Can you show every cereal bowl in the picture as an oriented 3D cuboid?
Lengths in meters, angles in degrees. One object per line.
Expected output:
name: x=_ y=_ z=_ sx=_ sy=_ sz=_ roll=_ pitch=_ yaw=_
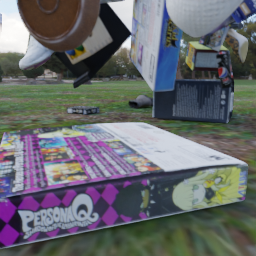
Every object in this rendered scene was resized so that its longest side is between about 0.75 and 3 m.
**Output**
cereal bowl: x=1.277 y=-2.678 z=4.364 sx=0.950 sy=2.281 sz=2.281 roll=25 pitch=5 yaw=-15

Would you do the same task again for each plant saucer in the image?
plant saucer: x=-1.134 y=-1.909 z=4.179 sx=1.515 sy=1.515 sz=0.261 roll=5 pitch=19 yaw=24

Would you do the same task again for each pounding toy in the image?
pounding toy: x=-1.857 y=-2.999 z=8.527 sx=1.013 sy=1.945 sz=2.214 roll=-42 pitch=21 yaw=-26

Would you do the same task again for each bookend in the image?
bookend: x=-1.782 y=-3.480 z=10.153 sx=1.303 sy=2.811 sz=2.829 roll=-13 pitch=35 yaw=55

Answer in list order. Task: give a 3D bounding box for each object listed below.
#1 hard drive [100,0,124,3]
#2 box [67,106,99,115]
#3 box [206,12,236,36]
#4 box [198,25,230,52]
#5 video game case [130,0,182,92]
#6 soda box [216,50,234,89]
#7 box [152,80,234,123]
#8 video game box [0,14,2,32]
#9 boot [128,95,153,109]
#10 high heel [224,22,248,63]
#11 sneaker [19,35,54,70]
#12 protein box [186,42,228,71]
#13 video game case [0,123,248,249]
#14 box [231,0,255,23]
hard drive: x=-0.630 y=-4.358 z=8.255 sx=1.313 sy=0.261 sz=1.990 roll=-9 pitch=-6 yaw=-9
box: x=-1.749 y=-0.696 z=10.937 sx=0.995 sy=0.217 sz=0.797 roll=6 pitch=12 yaw=28
box: x=2.496 y=-3.268 z=7.927 sx=0.942 sy=0.934 sz=0.580 roll=-22 pitch=20 yaw=29
box: x=2.793 y=-3.108 z=8.859 sx=0.810 sy=1.187 sz=0.224 roll=8 pitch=22 yaw=-34
video game case: x=0.682 y=-2.690 z=7.280 sx=0.612 sy=2.694 sz=2.442 roll=-5 pitch=34 yaw=-14
soda box: x=2.383 y=-1.426 z=6.878 sx=0.275 sy=0.867 sz=0.307 roll=-4 pitch=28 yaw=30
box: x=2.270 y=-0.993 z=9.577 sx=2.430 sy=1.301 sz=1.804 roll=4 pitch=11 yaw=22
video game box: x=-3.777 y=-2.604 z=6.848 sx=1.253 sy=0.293 sz=1.141 roll=5 pitch=-6 yaw=-26
boot: x=0.453 y=-1.224 z=13.052 sx=1.020 sy=0.541 sz=1.550 roll=-10 pitch=9 yaw=-23
high heel: x=3.483 y=-2.894 z=9.504 sx=0.510 sy=1.429 sz=1.018 roll=-34 pitch=31 yaw=-21
sneaker: x=-3.141 y=-3.001 z=9.800 sx=0.963 sy=1.281 sz=2.571 roll=-14 pitch=37 yaw=40
protein box: x=2.832 y=-2.602 z=10.194 sx=1.156 sy=0.780 sz=1.147 roll=1 pitch=29 yaw=-3
video game case: x=-0.407 y=0.442 z=3.990 sx=2.669 sy=0.527 sz=2.944 roll=-4 pitch=11 yaw=-21
box: x=3.044 y=-3.167 z=6.929 sx=1.168 sy=0.708 sz=0.189 roll=-30 pitch=-5 yaw=0
